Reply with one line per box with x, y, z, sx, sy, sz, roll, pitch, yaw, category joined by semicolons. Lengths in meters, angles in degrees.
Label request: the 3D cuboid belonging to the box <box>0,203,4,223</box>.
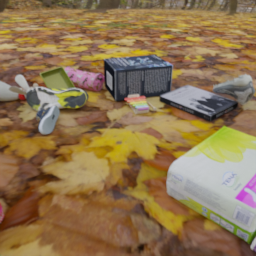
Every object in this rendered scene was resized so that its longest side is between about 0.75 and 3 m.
-3.396;2.073;5.314;1.054;1.101;2.208;1;29;2;box

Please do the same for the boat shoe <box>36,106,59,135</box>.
-3.064;-0.226;10.190;0.714;0.556;1.572;-12;31;14;boat shoe

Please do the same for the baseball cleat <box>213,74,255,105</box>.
4.321;-1.459;11.597;0.789;1.204;2.262;-23;2;-11;baseball cleat

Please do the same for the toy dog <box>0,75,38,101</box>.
-5.142;-1.815;12.183;2.680;1.291;1.767;-12;31;-20;toy dog

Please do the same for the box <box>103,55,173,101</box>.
0.410;-2.389;13.063;2.712;1.452;2.013;-8;30;-17;box

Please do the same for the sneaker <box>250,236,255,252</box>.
3.250;2.257;5.493;1.656;0.668;0.691;-4;35;-8;sneaker

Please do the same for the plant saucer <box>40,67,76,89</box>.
-3.275;-2.045;12.964;0.325;1.358;1.356;-28;4;44;plant saucer

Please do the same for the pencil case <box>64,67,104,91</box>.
-2.203;-2.404;13.711;2.169;0.938;0.898;19;-4;30;pencil case

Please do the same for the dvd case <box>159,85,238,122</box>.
2.960;-1.124;11.935;1.990;0.327;2.648;-23;36;-35;dvd case

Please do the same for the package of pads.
2.660;1.133;7.105;2.308;1.019;2.988;25;37;37;package of pads

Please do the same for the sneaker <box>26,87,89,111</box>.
-2.875;-1.164;11.609;2.664;0.992;1.127;3;8;10;sneaker

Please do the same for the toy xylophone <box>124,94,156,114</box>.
0.528;-0.984;11.642;1.057;0.363;1.444;-12;31;-21;toy xylophone
